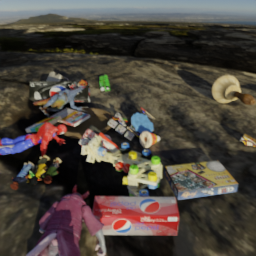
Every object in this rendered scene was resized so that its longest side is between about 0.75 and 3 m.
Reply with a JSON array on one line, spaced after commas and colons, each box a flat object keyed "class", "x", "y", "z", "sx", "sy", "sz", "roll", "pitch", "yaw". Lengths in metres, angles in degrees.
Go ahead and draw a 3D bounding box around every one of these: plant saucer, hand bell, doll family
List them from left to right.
[{"class": "doll family", "x": -2.890, "y": 1.440, "z": 8.620, "sx": 1.746, "sy": 0.685, "sz": 1.009, "roll": -26, "pitch": 32, "yaw": 33}, {"class": "plant saucer", "x": -1.928, "y": -0.210, "z": 12.424, "sx": 2.625, "sy": 0.387, "sz": 2.625, "roll": 0, "pitch": 27, "yaw": 0}, {"class": "hand bell", "x": 5.223, "y": -1.538, "z": 13.350, "sx": 1.481, "sy": 1.481, "sz": 2.844, "roll": -2, "pitch": 20, "yaw": -5}]

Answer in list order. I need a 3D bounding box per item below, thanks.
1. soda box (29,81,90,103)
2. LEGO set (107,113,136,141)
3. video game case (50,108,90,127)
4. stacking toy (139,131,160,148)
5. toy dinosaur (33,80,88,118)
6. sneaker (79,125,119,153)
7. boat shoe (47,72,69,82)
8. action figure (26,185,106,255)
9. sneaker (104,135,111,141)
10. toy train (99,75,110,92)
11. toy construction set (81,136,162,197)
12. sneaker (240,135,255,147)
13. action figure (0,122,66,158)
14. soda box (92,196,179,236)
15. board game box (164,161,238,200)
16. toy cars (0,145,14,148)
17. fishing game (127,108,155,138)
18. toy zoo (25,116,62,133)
[{"class": "soda box", "x": -3.482, "y": -1.835, "z": 14.411, "sx": 2.965, "sy": 0.939, "sz": 1.049, "roll": 0, "pitch": -5, "yaw": -2}, {"class": "LEGO set", "x": -0.202, "y": -0.083, "z": 12.096, "sx": 1.192, "sy": 0.392, "sz": 1.595, "roll": 34, "pitch": 30, "yaw": 0}, {"class": "video game case", "x": -2.545, "y": -0.480, "z": 12.346, "sx": 1.431, "sy": 0.125, "sz": 1.023, "roll": 16, "pitch": 34, "yaw": 30}, {"class": "stacking toy", "x": 0.949, "y": 0.429, "z": 11.117, "sx": 0.888, "sy": 0.649, "sz": 0.649, "roll": -5, "pitch": 24, "yaw": -43}, {"class": "toy dinosaur", "x": -3.018, "y": -1.496, "z": 12.816, "sx": 2.545, "sy": 1.336, "sz": 2.309, "roll": 37, "pitch": 77, "yaw": 24}, {"class": "sneaker", "x": -1.015, "y": 0.727, "z": 10.066, "sx": 0.898, "sy": 1.675, "sz": 0.559, "roll": -52, "pitch": 32, "yaw": -9}, {"class": "boat shoe", "x": -4.265, "y": -2.803, "z": 16.925, "sx": 0.767, "sy": 0.899, "sz": 2.690, "roll": 29, "pitch": -2, "yaw": -32}, {"class": "action figure", "x": -1.525, "y": 2.276, "z": 6.109, "sx": 1.833, "sy": 2.038, "sz": 2.736, "roll": -1, "pitch": 41, "yaw": 10}, {"class": "sneaker", "x": -1.136, "y": 0.505, "z": 11.135, "sx": 0.941, "sy": 0.354, "sz": 0.492, "roll": -10, "pitch": 11, "yaw": 1}, {"class": "toy train", "x": -1.482, "y": -2.749, "z": 17.271, "sx": 0.610, "sy": 0.452, "sz": 2.164, "roll": -12, "pitch": 28, "yaw": -2}, {"class": "toy construction set", "x": -0.097, "y": 1.206, "z": 8.896, "sx": 2.824, "sy": 1.301, "sz": 1.852, "roll": 29, "pitch": 37, "yaw": 25}, {"class": "sneaker", "x": 4.799, "y": 0.594, "z": 11.018, "sx": 0.788, "sy": 0.355, "sz": 0.295, "roll": 36, "pitch": 39, "yaw": 10}, {"class": "action figure", "x": -3.439, "y": 0.743, "z": 10.091, "sx": 2.947, "sy": 1.459, "sz": 0.962, "roll": -22, "pitch": 40, "yaw": 5}, {"class": "soda box", "x": 0.179, "y": 2.281, "z": 7.301, "sx": 2.181, "sy": 0.691, "sz": 0.763, "roll": 1, "pitch": 28, "yaw": 0}, {"class": "board game box", "x": 2.273, "y": 1.628, "z": 8.939, "sx": 1.931, "sy": 0.334, "sz": 1.308, "roll": -5, "pitch": 28, "yaw": -10}, {"class": "toy cars", "x": -5.204, "y": 0.533, "z": 10.951, "sx": 1.862, "sy": 0.412, "sz": 0.835, "roll": 16, "pitch": 32, "yaw": 27}, {"class": "fishing game", "x": 0.593, "y": -0.139, "z": 11.956, "sx": 1.127, "sy": 0.245, "sz": 1.574, "roll": 37, "pitch": 46, "yaw": -7}, {"class": "toy zoo", "x": -3.631, "y": -0.130, "z": 11.803, "sx": 1.076, "sy": 0.168, "sz": 1.640, "roll": -34, "pitch": 19, "yaw": -37}]
